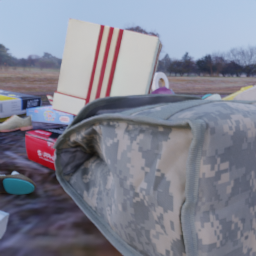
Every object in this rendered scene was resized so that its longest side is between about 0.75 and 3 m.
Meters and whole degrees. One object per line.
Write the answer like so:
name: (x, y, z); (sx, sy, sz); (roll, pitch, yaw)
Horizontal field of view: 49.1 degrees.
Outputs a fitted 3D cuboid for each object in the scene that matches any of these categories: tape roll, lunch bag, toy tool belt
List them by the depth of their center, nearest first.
lunch bag: (0.421, 0.296, 2.811); (1.776, 1.273, 2.165); (-5, 7, -35)
toy tool belt: (4.082, -0.611, 7.200); (1.512, 1.536, 2.460); (17, -23, -28)
tape roll: (3.192, -4.330, 27.954); (0.445, 2.438, 2.438); (-2, 6, 42)

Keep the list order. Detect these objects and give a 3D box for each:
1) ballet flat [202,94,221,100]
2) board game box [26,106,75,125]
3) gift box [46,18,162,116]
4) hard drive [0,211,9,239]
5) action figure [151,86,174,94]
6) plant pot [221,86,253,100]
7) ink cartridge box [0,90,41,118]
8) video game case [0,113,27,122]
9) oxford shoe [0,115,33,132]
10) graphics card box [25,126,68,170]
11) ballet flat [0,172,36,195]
ballet flat: (1.358, 0.054, 5.355); (0.911, 0.986, 2.923); (37, 35, 24)
board game box: (-2.016, -0.598, 10.672); (2.132, 0.516, 2.819); (5, 10, 29)
gift box: (-0.671, -1.442, 8.384); (2.992, 2.794, 2.761); (14, 12, 11)
hard drive: (-1.955, 0.611, 1.648); (1.951, 0.256, 1.287); (20, 17, 1)
action figure: (0.687, -0.829, 11.264); (2.452, 1.825, 1.642); (-28, -16, -40)
plant pot: (4.096, -0.805, 10.294); (1.165, 1.238, 1.238); (-14, 5, 17)
ink cartridge box: (-5.201, -0.923, 9.901); (2.967, 0.697, 2.932); (12, 16, 19)
video game case: (-4.706, -0.495, 10.833); (2.190, 0.279, 1.979); (7, 12, 43)
oxford shoe: (-3.351, -0.133, 7.982); (0.435, 0.454, 1.230); (9, 13, 44)
graphics card box: (-0.517, 0.272, 5.037); (1.343, 0.545, 2.141); (11, 15, 38)
ballet flat: (-1.532, 0.680, 3.484); (0.787, 0.267, 0.284); (-6, 26, -4)
